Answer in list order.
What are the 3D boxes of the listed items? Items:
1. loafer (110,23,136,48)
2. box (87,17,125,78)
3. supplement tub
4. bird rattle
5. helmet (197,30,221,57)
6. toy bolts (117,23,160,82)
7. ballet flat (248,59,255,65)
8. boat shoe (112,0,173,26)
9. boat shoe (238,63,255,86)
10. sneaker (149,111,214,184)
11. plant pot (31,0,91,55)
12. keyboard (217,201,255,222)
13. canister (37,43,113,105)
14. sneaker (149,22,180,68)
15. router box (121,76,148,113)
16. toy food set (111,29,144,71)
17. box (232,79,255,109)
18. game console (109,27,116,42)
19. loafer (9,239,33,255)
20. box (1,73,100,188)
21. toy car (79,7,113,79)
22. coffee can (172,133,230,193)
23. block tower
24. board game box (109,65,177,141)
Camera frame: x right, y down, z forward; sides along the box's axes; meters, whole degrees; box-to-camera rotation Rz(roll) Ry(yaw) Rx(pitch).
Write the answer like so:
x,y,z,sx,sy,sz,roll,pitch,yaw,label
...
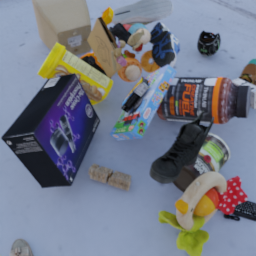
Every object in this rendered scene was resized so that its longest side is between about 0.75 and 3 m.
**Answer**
x,y,z,sx,sy,sz,roll,pitch,yaw,label
-0.120,-2.614,8.080,0.384,1.095,0.372,-27,64,22,loafer
-0.667,-2.264,8.197,0.183,1.720,1.406,-32,97,-15,box
2.391,-0.899,9.028,2.815,1.506,1.506,5,46,27,supplement tub
1.872,1.827,6.617,2.324,1.894,1.309,-33,46,-10,bird rattle
3.536,-3.671,12.275,1.084,1.033,1.084,-8,66,17,helmet
0.520,-2.545,9.557,1.837,1.924,1.334,-7,26,-15,toy bolts
5.254,-1.647,10.743,0.820,0.868,2.575,19,46,-20,ballet flat
0.533,-4.274,10.530,2.427,0.753,0.874,1,83,23,boat shoe
4.413,-1.691,10.317,0.732,0.691,2.034,0,57,35,boat shoe
1.309,0.389,6.553,0.667,1.159,2.222,29,30,29,sneaker
-2.676,-4.386,12.321,2.213,2.216,1.962,-21,65,-18,plant pot
2.852,2.172,7.608,1.250,0.160,0.751,14,50,13,keyboard
-1.775,-1.714,9.473,2.189,1.626,0.948,31,71,-22,canister
1.382,-2.742,9.498,0.994,0.977,2.580,27,37,-23,sneaker
0.206,-1.006,8.445,0.260,1.016,0.758,35,22,-12,router box
-0.031,-1.910,6.933,0.182,0.734,1.154,32,56,32,toy food set
3.881,-1.147,9.238,0.333,0.645,1.106,-25,34,-12,box
-1.023,-3.195,11.478,0.869,1.465,1.262,-5,55,-16,game console
-2.472,3.225,6.443,0.535,0.468,1.487,-13,49,-12,loafer
-1.952,0.016,7.920,1.077,1.927,2.730,-6,39,21,box
-0.810,-2.815,9.934,1.446,2.948,0.981,24,48,-21,toy car
2.017,1.013,7.984,1.126,1.126,1.538,34,56,27,coffee can
-0.507,1.414,8.073,1.251,0.338,0.362,18,27,13,block tower
0.417,-0.709,8.635,0.424,1.753,2.317,35,73,-17,board game box
